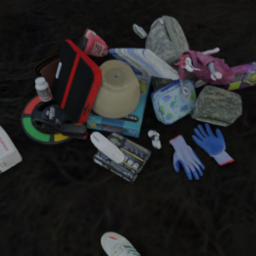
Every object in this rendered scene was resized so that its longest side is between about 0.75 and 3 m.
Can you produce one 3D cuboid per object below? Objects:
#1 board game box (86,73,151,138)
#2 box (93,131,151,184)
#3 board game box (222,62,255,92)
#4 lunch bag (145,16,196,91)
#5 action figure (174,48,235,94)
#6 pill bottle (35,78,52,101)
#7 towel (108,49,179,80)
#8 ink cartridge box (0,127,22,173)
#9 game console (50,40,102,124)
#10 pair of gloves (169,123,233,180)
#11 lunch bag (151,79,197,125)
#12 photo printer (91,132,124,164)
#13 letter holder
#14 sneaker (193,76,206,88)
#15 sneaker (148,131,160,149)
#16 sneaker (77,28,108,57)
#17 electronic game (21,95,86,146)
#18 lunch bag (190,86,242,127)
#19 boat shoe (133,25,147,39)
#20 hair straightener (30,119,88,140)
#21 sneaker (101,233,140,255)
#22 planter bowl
[{"bbox_3d":[-0.344,-1.188,12.374,2.236,0.695,2.962,10,59,6],"label":"board game box"},{"bbox_3d":[-0.244,1.122,11.096,1.824,0.448,1.470,27,63,16],"label":"box"},{"bbox_3d":[5.505,-2.379,12.748,2.203,1.322,0.356,-13,59,-9],"label":"board game box"},{"bbox_3d":[1.880,-3.250,12.637,1.993,2.399,2.861,-9,59,-5],"label":"lunch bag"},{"bbox_3d":[2.902,-2.520,10.864,2.967,1.988,2.210,9,76,-42],"label":"action figure"},{"bbox_3d":[-3.529,-1.603,11.631,0.514,0.928,0.514,-3,46,3],"label":"pill bottle"},{"bbox_3d":[0.558,-2.528,11.084,2.658,1.952,0.316,22,85,53],"label":"towel"},{"bbox_3d":[-5.544,1.098,10.830,2.179,0.902,1.596,-33,64,-19],"label":"ink cartridge box"},{"bbox_3d":[-2.149,-1.741,11.182,0.422,2.719,2.404,-13,51,-43],"label":"game console"},{"bbox_3d":[2.822,0.917,11.191,2.475,0.282,1.990,-22,61,-9],"label":"pair of gloves"},{"bbox_3d":[1.969,-1.162,11.863,1.889,1.519,0.779,-29,29,-14],"label":"lunch bag"},{"bbox_3d":[-0.791,0.684,10.162,0.430,1.239,1.030,-49,38,-1],"label":"photo printer"},{"bbox_3d":[-3.364,-2.958,13.093,1.879,1.335,0.945,-35,65,-19],"label":"letter holder"},{"bbox_3d":[3.711,-2.558,13.281,1.635,0.578,0.811,-21,65,-8],"label":"sneaker"},{"bbox_3d":[1.151,0.448,11.372,0.790,0.315,0.514,57,32,10],"label":"sneaker"},{"bbox_3d":[-1.513,-3.817,12.939,1.291,1.097,2.977,29,21,-9],"label":"sneaker"},{"bbox_3d":[-3.138,-0.507,12.001,2.809,0.585,2.809,0,59,-1],"label":"electronic game"},{"bbox_3d":[3.547,-0.739,11.356,1.704,1.430,1.188,12,62,-6],"label":"lunch bag"},{"bbox_3d":[0.645,-5.214,15.107,0.364,0.356,1.021,-26,66,-25],"label":"boat shoe"},{"bbox_3d":[-2.769,-0.140,11.045,2.348,0.904,0.481,13,54,7],"label":"hair straightener"},{"bbox_3d":[0.001,4.115,8.886,0.779,1.035,2.213,-40,67,-21],"label":"sneaker"},{"bbox_3d":[-0.562,-1.721,11.200,2.270,1.528,2.270,3,63,-6],"label":"planter bowl"}]
